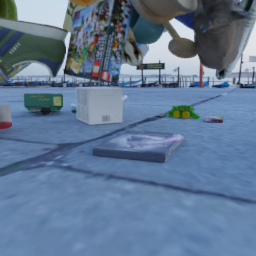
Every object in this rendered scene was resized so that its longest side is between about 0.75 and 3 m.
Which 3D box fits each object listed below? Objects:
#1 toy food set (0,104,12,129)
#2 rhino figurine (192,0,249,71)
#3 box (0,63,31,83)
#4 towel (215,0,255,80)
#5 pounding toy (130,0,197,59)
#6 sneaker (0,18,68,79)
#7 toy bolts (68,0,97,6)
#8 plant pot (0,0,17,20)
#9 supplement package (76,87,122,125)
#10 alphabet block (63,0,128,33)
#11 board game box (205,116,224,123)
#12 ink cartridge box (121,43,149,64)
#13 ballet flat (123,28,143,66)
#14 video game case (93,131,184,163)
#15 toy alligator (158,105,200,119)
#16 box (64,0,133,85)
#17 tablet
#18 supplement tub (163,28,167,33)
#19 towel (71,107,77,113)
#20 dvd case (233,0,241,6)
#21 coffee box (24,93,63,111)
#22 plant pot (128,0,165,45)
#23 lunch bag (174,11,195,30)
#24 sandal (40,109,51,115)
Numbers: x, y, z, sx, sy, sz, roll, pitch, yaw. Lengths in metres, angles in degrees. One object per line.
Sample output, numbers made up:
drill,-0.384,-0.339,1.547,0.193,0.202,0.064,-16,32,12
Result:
toy food set,-3.271,-0.072,6.063,1.050,0.990,2.200,-13,-9,5
rhino figurine,1.431,-1.684,4.468,0.820,1.199,2.741,-8,-3,16
box,-3.898,-2.032,9.503,0.429,0.393,1.223,2,41,42
towel,3.265,-3.003,7.291,0.506,2.928,2.819,25,41,20
pounding toy,0.567,-2.734,5.220,1.629,2.848,1.634,-11,6,-41
sneaker,-2.795,-1.757,6.169,2.811,1.262,0.943,5,15,-14
toy bolts,-0.931,-2.449,3.554,2.763,2.639,1.916,18,57,28
plant pot,-4.100,-3.266,7.174,1.967,1.967,1.809,-7,45,-37
supplement package,-0.912,-0.716,8.504,1.031,1.023,1.358,-5,11,-25
alphabet block,-0.966,-3.711,8.862,1.506,1.542,1.514,29,41,3
board game box,2.672,-0.275,8.665,0.513,0.138,0.855,8,12,20
ink cartridge box,0.116,-2.509,9.308,0.957,0.694,0.401,9,-31,45
ballet flat,0.054,-1.996,7.430,0.568,0.526,1.611,-20,-27,13
video game case,0.282,0.292,5.224,1.235,0.164,1.728,3,9,20
toy alligator,1.678,-0.571,9.446,1.575,0.427,0.467,7,12,37
box,-0.730,-1.761,5.876,0.410,1.486,2.175,8,8,-31
tablet,-1.337,-1.164,12.221,1.670,0.175,2.567,-27,23,-26
supplement tub,0.745,-4.199,10.978,1.529,1.108,1.108,-2,10,2
towel,-1.392,-0.898,11.020,1.084,0.160,1.479,4,27,24
dvd case,3.116,-3.553,8.955,0.877,0.132,1.201,-23,-29,1
coffee box,-3.135,-0.944,10.449,1.326,0.474,2.156,-1,0,-15
plant pot,0.417,-2.865,7.692,0.974,1.214,1.214,15,0,-33
lunch bag,1.516,-3.515,7.192,2.072,1.408,1.371,32,22,-18
sandal,-3.031,-0.580,10.324,0.374,0.211,0.984,5,-1,-15
